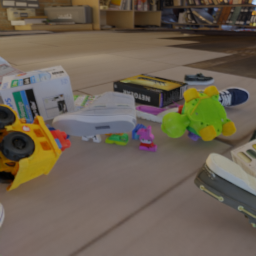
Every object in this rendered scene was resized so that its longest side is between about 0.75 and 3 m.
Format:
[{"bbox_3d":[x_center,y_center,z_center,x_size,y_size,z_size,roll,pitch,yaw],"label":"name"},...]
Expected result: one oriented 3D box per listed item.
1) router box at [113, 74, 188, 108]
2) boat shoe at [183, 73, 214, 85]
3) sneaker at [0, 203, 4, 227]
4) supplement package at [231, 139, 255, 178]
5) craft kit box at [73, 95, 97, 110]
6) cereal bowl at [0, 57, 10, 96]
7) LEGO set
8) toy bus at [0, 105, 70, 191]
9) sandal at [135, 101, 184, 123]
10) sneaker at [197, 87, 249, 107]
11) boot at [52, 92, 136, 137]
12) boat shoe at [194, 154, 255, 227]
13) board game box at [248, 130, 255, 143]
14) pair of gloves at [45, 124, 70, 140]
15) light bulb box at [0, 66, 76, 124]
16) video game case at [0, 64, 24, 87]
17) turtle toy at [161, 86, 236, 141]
[{"bbox_3d":[0.969,-1.694,12.424,2.638,0.689,2.074,20,32,38],"label":"router box"},{"bbox_3d":[3.690,-2.555,14.478,1.694,0.601,0.611,-7,25,-15],"label":"boat shoe"},{"bbox_3d":[-2.827,1.601,4.388,0.772,1.214,2.129,21,31,14],"label":"sneaker"},{"bbox_3d":[2.986,0.893,6.366,0.753,0.748,0.993,-26,27,-1],"label":"supplement package"},{"bbox_3d":[-1.719,-0.991,11.388,1.348,0.331,1.365,4,24,2],"label":"craft kit box"},{"bbox_3d":[-6.475,-2.377,12.634,2.688,1.120,2.688,34,26,-20],"label":"cereal bowl"},{"bbox_3d":[-0.199,-0.062,8.508,2.333,0.957,0.890,7,24,16],"label":"LEGO set"},{"bbox_3d":[-2.396,0.278,6.723,1.815,1.283,1.891,-16,63,-45],"label":"toy bus"},{"bbox_3d":[1.511,-0.599,10.036,2.722,0.669,1.108,5,26,10],"label":"sandal"},{"bbox_3d":[3.542,-1.089,10.955,2.257,0.791,1.224,1,19,19],"label":"sneaker"},{"bbox_3d":[-0.943,-0.445,8.161,2.368,0.871,1.132,0,55,1],"label":"boot"},{"bbox_3d":[2.343,1.378,5.185,2.324,0.695,0.831,33,24,7],"label":"boat shoe"},{"bbox_3d":[4.023,0.613,7.855,1.266,0.264,1.872,15,28,29],"label":"board game box"},{"bbox_3d":[-2.685,0.303,8.648,1.740,0.198,1.399,-22,34,-38],"label":"pair of gloves"},{"bbox_3d":[-3.254,-1.213,10.138,2.241,1.398,2.221,-15,25,-15],"label":"light bulb box"},{"bbox_3d":[-4.831,-2.032,12.501,2.773,0.242,1.983,24,25,-2],"label":"video game case"},{"bbox_3d":[2.047,-0.281,8.467,2.268,1.653,1.146,-10,-18,-30],"label":"turtle toy"}]
